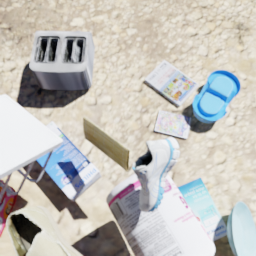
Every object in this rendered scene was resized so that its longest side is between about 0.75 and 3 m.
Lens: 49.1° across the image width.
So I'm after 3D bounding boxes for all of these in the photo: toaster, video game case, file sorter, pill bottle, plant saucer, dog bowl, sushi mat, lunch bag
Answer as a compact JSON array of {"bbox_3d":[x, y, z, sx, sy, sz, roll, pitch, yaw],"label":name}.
[{"bbox_3d":[-2.298,-2.348,9.957,2.016,1.323,2.230,1,68,2],"label":"toaster"},{"bbox_3d":[1.544,-0.114,9.678,1.130,0.102,0.809,14,68,6],"label":"video game case"},{"bbox_3d":[-3.436,0.803,6.349,2.048,1.837,2.951,37,30,10],"label":"file sorter"},{"bbox_3d":[0.834,2.392,6.129,1.596,1.596,2.816,-28,67,-11],"label":"pill bottle"},{"bbox_3d":[1.596,-1.653,10.303,1.639,0.148,1.173,39,72,15],"label":"video game case"},{"bbox_3d":[3.130,2.966,7.819,0.340,1.768,1.768,-17,60,39],"label":"plant saucer"},{"bbox_3d":[3.058,-1.060,9.846,1.196,0.532,2.145,32,71,13],"label":"dog bowl"},{"bbox_3d":[-0.593,0.399,7.235,1.680,0.804,0.102,35,52,28],"label":"sushi mat"},{"bbox_3d":[-4.836,2.165,8.149,2.771,1.135,2.441,14,68,6],"label":"lunch bag"}]

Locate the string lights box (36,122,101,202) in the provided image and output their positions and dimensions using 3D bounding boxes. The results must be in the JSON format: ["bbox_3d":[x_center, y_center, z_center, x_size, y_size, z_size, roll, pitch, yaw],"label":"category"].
[{"bbox_3d":[-2.075,1.038,8.868,1.198,0.688,2.332,-41,73,-15],"label":"string lights box"}]

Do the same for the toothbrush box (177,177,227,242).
[{"bbox_3d":[1.902,2.534,8.219,1.267,0.738,1.731,-20,70,-8],"label":"toothbrush box"}]

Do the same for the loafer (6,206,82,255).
[{"bbox_3d":[-1.516,2.470,5.123,2.630,0.898,0.995,36,93,36],"label":"loafer"}]

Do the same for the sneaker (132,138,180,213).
[{"bbox_3d":[0.342,0.859,5.084,0.684,1.578,0.592,4,24,-24],"label":"sneaker"}]
